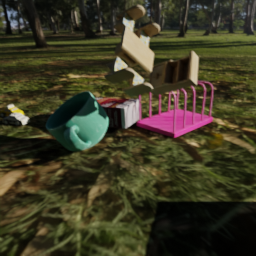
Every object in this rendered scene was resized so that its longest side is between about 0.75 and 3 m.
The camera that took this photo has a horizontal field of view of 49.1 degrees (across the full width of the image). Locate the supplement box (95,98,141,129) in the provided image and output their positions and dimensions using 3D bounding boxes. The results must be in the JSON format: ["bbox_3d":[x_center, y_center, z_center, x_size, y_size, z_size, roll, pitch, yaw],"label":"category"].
[{"bbox_3d":[-1.086,-0.712,12.035,2.938,0.895,1.599,4,20,25],"label":"supplement box"}]

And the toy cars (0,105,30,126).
[{"bbox_3d":[-5.172,-0.624,12.576,1.033,0.510,2.305,-12,23,-29],"label":"toy cars"}]

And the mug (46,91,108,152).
[{"bbox_3d":[-1.649,0.017,9.244,1.830,1.377,2.227,-12,37,38],"label":"mug"}]

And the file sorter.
[{"bbox_3d":[2.025,-1.004,11.761,2.834,1.777,1.969,-19,26,-42],"label":"file sorter"}]

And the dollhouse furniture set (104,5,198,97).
[{"bbox_3d":[0.813,-2.129,8.556,1.628,2.298,2.501,-11,-30,39],"label":"dollhouse furniture set"}]
